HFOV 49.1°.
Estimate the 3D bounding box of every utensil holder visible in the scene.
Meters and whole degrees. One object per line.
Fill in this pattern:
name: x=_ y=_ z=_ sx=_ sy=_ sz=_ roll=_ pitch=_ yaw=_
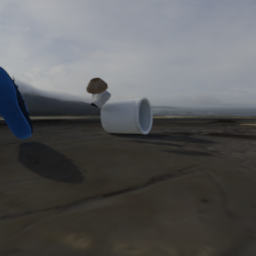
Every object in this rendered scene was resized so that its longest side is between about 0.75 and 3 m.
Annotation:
utensil holder: x=-0.074 y=-0.564 z=13.919 sx=2.080 sy=1.767 sz=1.767 roll=-1 pitch=3 yaw=26

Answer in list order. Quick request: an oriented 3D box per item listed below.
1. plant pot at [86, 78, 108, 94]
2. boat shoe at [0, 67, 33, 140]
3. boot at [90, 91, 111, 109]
plant pot: x=-1.368 y=-1.863 z=12.012 sx=0.960 sy=0.443 sz=0.960 roll=-7 pitch=34 yaw=5
boat shoe: x=-4.374 y=-0.884 z=10.280 sx=1.163 sy=2.764 sz=0.949 roll=-14 pitch=18 yaw=-5
boot: x=-1.604 y=-1.502 z=13.557 sx=0.718 sy=0.933 sz=1.952 roll=38 pitch=-5 yaw=-33
